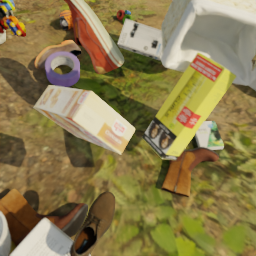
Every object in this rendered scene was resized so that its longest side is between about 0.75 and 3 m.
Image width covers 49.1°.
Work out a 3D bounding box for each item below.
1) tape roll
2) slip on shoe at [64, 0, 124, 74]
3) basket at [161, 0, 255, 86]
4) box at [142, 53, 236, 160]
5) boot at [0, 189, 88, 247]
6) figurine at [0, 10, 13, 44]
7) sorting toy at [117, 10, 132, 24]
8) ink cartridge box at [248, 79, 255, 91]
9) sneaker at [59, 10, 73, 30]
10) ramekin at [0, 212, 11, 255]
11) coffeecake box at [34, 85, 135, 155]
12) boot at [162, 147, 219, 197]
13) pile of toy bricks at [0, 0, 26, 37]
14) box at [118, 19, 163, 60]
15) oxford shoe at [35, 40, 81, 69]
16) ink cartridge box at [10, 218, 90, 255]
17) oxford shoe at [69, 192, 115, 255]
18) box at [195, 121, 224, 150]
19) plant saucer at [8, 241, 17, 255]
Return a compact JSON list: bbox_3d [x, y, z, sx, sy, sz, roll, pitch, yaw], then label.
[{"bbox_3d":[-2.258,-2.029,9.706,1.162,0.494,1.162,4,64,-8],"label":"tape roll"},{"bbox_3d":[-1.019,-2.359,6.724,0.757,0.916,2.473,-34,81,16],"label":"slip on shoe"},{"bbox_3d":[1.800,-1.919,5.592,2.082,1.412,1.285,10,51,-15],"label":"basket"},{"bbox_3d":[1.129,-0.370,5.441,0.505,2.014,0.758,12,28,-46],"label":"box"},{"bbox_3d":[-2.150,2.090,6.748,1.903,0.651,1.791,29,59,24],"label":"boot"},{"bbox_3d":[-5.997,-4.126,11.316,2.130,0.940,2.183,-6,53,5],"label":"figurine"},{"bbox_3d":[-0.078,-4.751,12.006,0.894,0.537,0.367,47,31,21],"label":"sorting toy"},{"bbox_3d":[5.025,-1.817,9.575,1.673,0.706,1.222,-32,59,-22],"label":"ink cartridge box"},{"bbox_3d":[-2.116,-4.182,11.397,1.206,0.835,2.152,-14,44,-6],"label":"sneaker"},{"bbox_3d":[-3.173,2.394,5.634,1.585,0.832,1.585,-1,44,1],"label":"ramekin"},{"bbox_3d":[-0.774,-0.173,4.825,1.452,1.115,0.531,15,70,49],"label":"coffeecake box"},{"bbox_3d":[1.686,1.152,7.497,1.330,0.484,1.413,12,55,9],"label":"boot"},{"bbox_3d":[-3.607,-3.660,7.937,1.138,2.051,1.013,14,65,24],"label":"pile of toy bricks"},{"bbox_3d":[0.462,-2.705,8.636,1.396,0.420,0.814,21,96,5],"label":"box"},{"bbox_3d":[-2.536,-2.624,10.247,1.830,0.652,0.667,-38,66,-25],"label":"oxford shoe"},{"bbox_3d":[-1.153,3.383,4.909,2.821,1.168,2.067,38,56,7],"label":"ink cartridge box"},{"bbox_3d":[-0.519,1.577,4.596,0.443,0.515,1.220,25,59,2],"label":"oxford shoe"},{"bbox_3d":[2.372,0.224,8.379,0.700,0.176,0.970,-5,54,-3],"label":"box"},{"bbox_3d":[-3.290,3.706,5.495,2.542,0.616,2.542,-14,54,-11],"label":"plant saucer"}]
